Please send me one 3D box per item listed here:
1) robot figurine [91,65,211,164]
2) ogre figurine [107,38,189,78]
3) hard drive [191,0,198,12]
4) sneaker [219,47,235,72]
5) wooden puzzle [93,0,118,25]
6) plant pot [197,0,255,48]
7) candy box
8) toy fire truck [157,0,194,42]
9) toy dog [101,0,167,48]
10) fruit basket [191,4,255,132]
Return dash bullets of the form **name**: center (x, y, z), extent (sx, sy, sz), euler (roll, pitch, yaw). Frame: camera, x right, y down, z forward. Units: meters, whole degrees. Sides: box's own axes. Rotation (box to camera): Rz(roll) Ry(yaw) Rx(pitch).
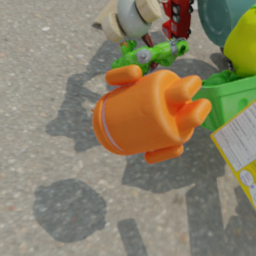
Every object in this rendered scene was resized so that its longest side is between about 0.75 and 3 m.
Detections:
- **robot figurine**: center (0.289, -0.253, 5.447), extent (2.449, 1.761, 1.428), euler (-17, 55, 37)
- **ogre figurine**: center (0.401, -1.767, 7.334), extent (1.328, 1.087, 2.215), euler (-19, 26, -35)
- **hard drive**: center (2.244, -4.656, 10.281), extent (1.141, 0.152, 0.753), euler (17, 77, 15)
- **sneaker**: center (4.009, -2.288, 10.074), extent (1.018, 0.958, 2.486), euler (-29, 60, -11)
- **wooden puzzle**: center (-0.239, -4.861, 12.165), extent (2.053, 0.382, 1.899), euler (17, 58, 17)
- **plant pot**: center (3.372, -3.541, 7.851), extent (2.295, 2.860, 2.860), euler (-25, 59, -5)
- **candy box**: center (2.492, 0.804, 4.308), extent (0.361, 1.397, 2.734), euler (13, 44, -43)
- **toy fire truck**: center (1.139, -3.877, 8.385), extent (0.622, 2.550, 1.798), euler (-35, 64, -9)
- **toy dog**: center (0.342, -3.189, 7.438), extent (1.876, 1.370, 2.844), euler (1, 58, 40)
- **fruit basket**: center (2.795, -1.396, 6.616), extent (2.878, 2.076, 2.878), euler (-2, 100, -11)
